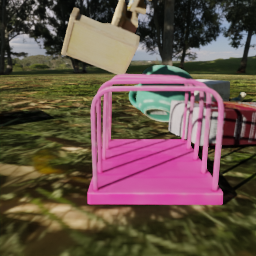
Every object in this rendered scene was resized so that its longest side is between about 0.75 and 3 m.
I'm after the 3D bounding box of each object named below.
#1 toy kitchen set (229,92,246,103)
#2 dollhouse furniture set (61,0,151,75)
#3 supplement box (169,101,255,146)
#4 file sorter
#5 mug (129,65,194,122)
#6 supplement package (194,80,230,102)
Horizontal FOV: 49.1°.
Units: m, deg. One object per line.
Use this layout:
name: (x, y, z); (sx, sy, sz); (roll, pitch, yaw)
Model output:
toy kitchen set: (5.052, -1.565, 13.527); (0.987, 0.582, 0.791); (-13, 47, -45)
dollhouse furniture set: (-0.567, -2.768, 7.389); (1.628, 2.298, 2.501); (19, 49, -13)
supplement box: (2.748, -0.174, 7.320); (2.938, 0.895, 1.599); (0, 12, -20)
file sorter: (0.415, -0.054, 5.226); (1.969, 1.777, 2.834); (1, 13, 1)
mug: (1.138, -0.988, 9.640); (1.830, 1.377, 2.227); (19, -20, -14)
supplement package: (3.445, -1.553, 12.816); (1.650, 1.174, 2.118); (11, 17, 37)
